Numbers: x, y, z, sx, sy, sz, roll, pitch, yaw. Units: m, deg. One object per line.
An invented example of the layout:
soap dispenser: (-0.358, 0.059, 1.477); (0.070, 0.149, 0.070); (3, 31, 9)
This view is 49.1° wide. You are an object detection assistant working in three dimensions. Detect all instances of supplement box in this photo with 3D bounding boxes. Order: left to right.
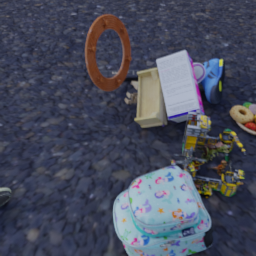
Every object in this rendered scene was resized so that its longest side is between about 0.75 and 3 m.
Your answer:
supplement box: (1.817, -1.387, 9.746); (1.117, 1.093, 2.161); (-15, 80, 22)

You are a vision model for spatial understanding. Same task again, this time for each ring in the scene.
ring: (-0.634, -2.875, 10.936); (0.278, 2.901, 2.901); (12, 42, 31)

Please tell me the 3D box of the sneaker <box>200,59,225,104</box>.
sneaker: (3.340, -1.905, 11.606); (1.123, 0.944, 2.864); (0, 41, 24)

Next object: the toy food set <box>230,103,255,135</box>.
toy food set: (4.706, -0.355, 10.132); (1.692, 0.416, 1.710); (-19, 45, -20)

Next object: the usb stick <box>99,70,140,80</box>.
usb stick: (-0.438, -2.325, 12.389); (2.062, 0.336, 0.572); (-1, 44, -2)

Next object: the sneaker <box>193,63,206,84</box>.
sneaker: (1.850, -1.650, 11.354); (2.644, 0.990, 1.317); (-28, 3, -8)

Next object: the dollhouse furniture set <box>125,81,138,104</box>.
dollhouse furniture set: (0.272, -1.341, 10.850); (0.716, 0.780, 0.507); (-1, 35, -31)

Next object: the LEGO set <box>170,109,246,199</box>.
LEGO set: (2.449, 0.587, 8.249); (2.020, 1.522, 2.627); (13, 44, 14)

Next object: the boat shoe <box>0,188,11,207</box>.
boat shoe: (-3.831, 2.226, 7.134); (1.862, 0.665, 0.612); (-28, 56, -23)

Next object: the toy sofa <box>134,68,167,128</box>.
toy sofa: (0.831, -1.018, 10.033); (0.836, 0.985, 2.020); (-8, 67, 27)

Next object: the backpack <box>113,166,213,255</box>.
backpack: (0.710, 2.029, 6.546); (2.125, 1.600, 1.886); (-21, 38, 5)
